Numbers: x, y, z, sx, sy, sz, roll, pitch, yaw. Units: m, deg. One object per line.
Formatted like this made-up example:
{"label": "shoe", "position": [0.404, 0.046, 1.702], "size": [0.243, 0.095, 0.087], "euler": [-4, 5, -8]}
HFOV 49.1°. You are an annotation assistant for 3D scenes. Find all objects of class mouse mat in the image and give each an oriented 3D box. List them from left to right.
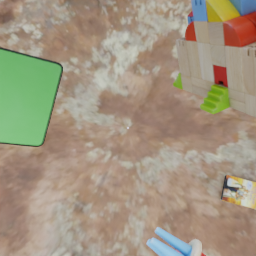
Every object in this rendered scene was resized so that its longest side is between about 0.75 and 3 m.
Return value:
{"label": "mouse mat", "position": [-2.329, -0.553, 5.763], "size": [1.607, 0.075, 1.997], "euler": [10, 110, -31]}

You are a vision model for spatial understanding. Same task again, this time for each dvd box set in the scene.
{"label": "dvd box set", "position": [2.897, 1.646, 7.178], "size": [0.917, 0.135, 0.671], "euler": [15, 78, 4]}

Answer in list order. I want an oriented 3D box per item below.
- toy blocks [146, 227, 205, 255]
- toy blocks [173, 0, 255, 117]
{"label": "toy blocks", "position": [1.206, 2.432, 4.754], "size": [2.076, 1.731, 0.754], "euler": [35, 74, 8]}
{"label": "toy blocks", "position": [1.740, -1.474, 4.902], "size": [1.453, 2.908, 1.988], "euler": [-23, 117, -16]}
